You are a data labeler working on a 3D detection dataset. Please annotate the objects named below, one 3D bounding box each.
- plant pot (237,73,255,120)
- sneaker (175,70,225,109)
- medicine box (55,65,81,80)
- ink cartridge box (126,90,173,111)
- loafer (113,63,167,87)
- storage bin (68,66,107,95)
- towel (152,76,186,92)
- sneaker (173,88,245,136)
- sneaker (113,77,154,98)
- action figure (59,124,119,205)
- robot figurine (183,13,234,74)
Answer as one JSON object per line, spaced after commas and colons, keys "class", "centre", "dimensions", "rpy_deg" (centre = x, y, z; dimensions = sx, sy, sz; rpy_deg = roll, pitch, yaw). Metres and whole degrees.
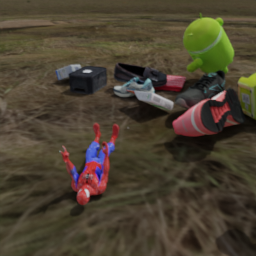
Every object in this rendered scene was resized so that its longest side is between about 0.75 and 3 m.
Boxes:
{"class": "plant pot", "centre": [4.195, -0.996, 8.597], "dimensions": [1.265, 1.387, 1.394], "rpy_deg": [-12, 19, 0]}
{"class": "sneaker", "centre": [2.382, -1.262, 9.079], "dimensions": [0.984, 1.034, 2.609], "rpy_deg": [26, 31, 33]}
{"class": "medicine box", "centre": [-2.571, -2.424, 12.212], "dimensions": [0.843, 0.434, 0.768], "rpy_deg": [-14, 8, 24]}
{"class": "ink cartridge box", "centre": [0.663, -0.932, 9.358], "dimensions": [1.093, 0.340, 1.359], "rpy_deg": [17, -2, -41]}
{"class": "loafer", "centre": [0.508, -2.135, 11.131], "dimensions": [2.189, 0.689, 0.787], "rpy_deg": [7, 49, 2]}
{"class": "storage bin", "centre": [-1.621, -1.991, 11.470], "dimensions": [1.044, 0.724, 1.544], "rpy_deg": [10, 28, 19]}
{"class": "towel", "centre": [1.763, -1.917, 11.909], "dimensions": [1.232, 0.192, 1.703], "rpy_deg": [8, 28, 16]}
{"class": "sneaker", "centre": [2.290, -0.400, 7.951], "dimensions": [1.253, 1.065, 2.889], "rpy_deg": [-20, -4, 44]}
{"class": "sneaker", "centre": [0.180, -1.573, 10.508], "dimensions": [1.605, 0.693, 0.623], "rpy_deg": [2, 34, 21]}
{"class": "action figure", "centre": [-0.725, 0.461, 5.909], "dimensions": [0.782, 1.186, 2.397], "rpy_deg": [1, 36, 7]}
{"class": "robot figurine", "centre": [3.327, -3.348, 11.581], "dimensions": [1.567, 2.708, 2.376], "rpy_deg": [17, 74, 47]}
